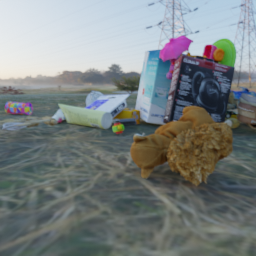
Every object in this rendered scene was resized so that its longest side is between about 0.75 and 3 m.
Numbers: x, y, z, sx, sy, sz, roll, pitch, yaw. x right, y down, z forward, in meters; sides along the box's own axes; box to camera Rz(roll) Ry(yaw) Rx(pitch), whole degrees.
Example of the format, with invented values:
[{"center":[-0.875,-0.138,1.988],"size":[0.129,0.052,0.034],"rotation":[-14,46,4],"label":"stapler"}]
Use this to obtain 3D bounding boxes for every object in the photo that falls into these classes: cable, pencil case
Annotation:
[{"center":[-1.574,-1.169,14.143],"size":[0.450,1.299,1.299],"rotation":[-4,-2,34],"label":"cable"},{"center":[-6.089,-1.098,15.616],"size":[1.717,0.759,0.759],"rotation":[7,11,31],"label":"pencil case"}]

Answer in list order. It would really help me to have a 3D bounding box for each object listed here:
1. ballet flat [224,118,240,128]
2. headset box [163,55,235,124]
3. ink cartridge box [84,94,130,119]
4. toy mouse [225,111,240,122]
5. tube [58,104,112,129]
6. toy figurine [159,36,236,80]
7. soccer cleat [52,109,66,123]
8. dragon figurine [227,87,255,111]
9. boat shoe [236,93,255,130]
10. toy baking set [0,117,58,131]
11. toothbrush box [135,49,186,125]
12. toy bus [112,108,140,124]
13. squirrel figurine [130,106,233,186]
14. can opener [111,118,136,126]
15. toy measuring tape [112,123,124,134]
[{"center":[3.699,-0.173,10.672],"size":[0.400,0.400,1.132],"rotation":[-5,8,-28],"label":"ballet flat"},{"center":[2.276,-1.147,9.062],"size":[1.777,2.388,0.922],"rotation":[11,-3,-6],"label":"headset box"},{"center":[-1.041,-0.874,12.231],"size":[1.840,0.403,1.857],"rotation":[3,34,39],"label":"ink cartridge box"},{"center":[4.645,-0.434,11.881],"size":[2.520,0.488,2.240],"rotation":[6,10,23],"label":"toy mouse"},{"center":[-1.783,-0.463,11.188],"size":[2.565,0.744,0.666],"rotation":[9,1,37],"label":"tube"},{"center":[2.226,-2.258,10.221],"size":[2.395,2.602,1.954],"rotation":[9,12,-22],"label":"toy figurine"},{"center":[-3.037,-0.552,12.328],"size":[0.501,0.619,1.434],"rotation":[0,8,12],"label":"soccer cleat"},{"center":[4.668,-1.094,11.449],"size":[1.486,0.880,2.990],"rotation":[6,23,-6],"label":"dragon figurine"},{"center":[4.482,-0.427,9.692],"size":[2.815,1.011,1.066],"rotation":[11,12,-43],"label":"boat shoe"},{"center":[-3.196,-0.124,8.999],"size":[1.778,0.270,2.316],"rotation":[-9,11,-35],"label":"toy baking set"},{"center":[1.297,-1.728,11.791],"size":[1.227,2.876,2.106],"rotation":[6,13,-14],"label":"toothbrush box"},{"center":[-0.259,-0.542,12.373],"size":[0.731,0.608,1.868],"rotation":[-10,14,-41],"label":"toy bus"},{"center":[0.903,0.328,5.068],"size":[1.613,1.223,1.729],"rotation":[-10,9,-19],"label":"squirrel figurine"},{"center":[-0.190,-0.263,10.842],"size":[1.106,0.295,0.370],"rotation":[-4,40,24],"label":"can opener"},{"center":[-0.351,0.030,9.492],"size":[0.390,0.390,1.059],"rotation":[-1,-2,-5],"label":"toy measuring tape"}]
